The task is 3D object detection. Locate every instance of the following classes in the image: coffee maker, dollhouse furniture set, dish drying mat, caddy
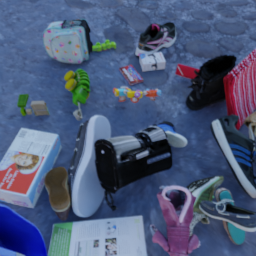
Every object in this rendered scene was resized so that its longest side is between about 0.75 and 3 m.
[{"bbox_3d":[0.145,0.951,7.563,1.872,1.798,1.261,-12,34,-34],"label":"coffee maker"},{"bbox_3d":[-3.201,-0.784,9.601,0.968,0.634,0.486,-2,54,2],"label":"dollhouse furniture set"},{"bbox_3d":[2.438,-2.130,10.907,1.168,0.448,0.106,20,27,13],"label":"dish drying mat"},{"bbox_3d":[-2.532,2.669,5.423,1.418,2.702,1.910,-14,48,11],"label":"caddy"}]

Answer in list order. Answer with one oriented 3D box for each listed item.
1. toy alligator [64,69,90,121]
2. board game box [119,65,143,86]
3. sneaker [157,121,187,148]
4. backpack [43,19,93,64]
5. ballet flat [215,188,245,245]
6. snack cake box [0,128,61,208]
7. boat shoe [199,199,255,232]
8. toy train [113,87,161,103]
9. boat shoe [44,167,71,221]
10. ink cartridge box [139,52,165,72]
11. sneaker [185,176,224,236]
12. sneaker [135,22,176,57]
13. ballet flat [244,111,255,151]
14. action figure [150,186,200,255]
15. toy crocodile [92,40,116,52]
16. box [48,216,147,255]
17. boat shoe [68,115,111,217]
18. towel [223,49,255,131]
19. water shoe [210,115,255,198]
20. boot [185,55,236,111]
[{"bbox_3d":[-1.632,-1.347,9.730,0.752,0.822,2.772,-37,42,16],"label":"toy alligator"},{"bbox_3d":[0.111,-2.113,11.133,0.561,0.106,1.089,-21,52,-16],"label":"board game box"},{"bbox_3d":[1.370,0.149,8.751,1.315,0.505,0.731,13,42,40],"label":"sneaker"},{"bbox_3d":[-2.503,-3.445,11.311,1.823,1.602,1.397,5,46,10],"label":"backpack"},{"bbox_3d":[2.534,2.173,7.010,0.482,0.476,1.417,-15,88,-7],"label":"ballet flat"},{"bbox_3d":[-2.861,1.079,7.959,1.211,0.708,2.106,11,50,7],"label":"snack cake box"},{"bbox_3d":[2.231,1.870,6.322,0.520,0.430,1.389,-14,17,-35],"label":"boat shoe"},{"bbox_3d":[0.271,-1.127,9.743,1.613,0.449,1.211,10,17,31],"label":"toy train"},{"bbox_3d":[-1.825,1.723,7.471,0.641,0.639,1.776,-15,30,-15],"label":"boat shoe"},{"bbox_3d":[0.987,-2.707,11.451,0.938,0.393,0.680,-8,50,-7],"label":"ink cartridge box"},{"bbox_3d":[1.863,1.996,7.307,2.122,0.816,0.940,-30,92,-31],"label":"sneaker"},{"bbox_3d":[1.334,-4.042,12.126,1.056,1.135,2.630,26,54,19],"label":"sneaker"},{"bbox_3d":[4.177,0.736,8.087,0.901,0.973,2.759,-20,59,6],"label":"ballet flat"},{"bbox_3d":[1.148,2.189,6.043,1.199,1.333,1.790,3,73,-5],"label":"action figure"},{"bbox_3d":[-1.087,-3.545,12.256,1.139,0.352,0.385,-17,52,-8],"label":"toy crocodile"},{"bbox_3d":[-0.688,2.819,6.329,2.220,0.403,1.602,-4,32,-1],"label":"box"},{"bbox_3d":[-1.224,1.004,7.870,0.977,1.031,2.948,-16,58,34],"label":"boat shoe"},{"bbox_3d":[4.051,-1.368,9.211,0.329,2.114,2.923,19,49,43],"label":"towel"},{"bbox_3d":[3.148,0.711,7.697,0.933,0.845,2.365,-26,73,11],"label":"water shoe"},{"bbox_3d":[3.047,-1.656,9.414,2.412,1.976,0.893,-27,66,-19],"label":"boot"}]
